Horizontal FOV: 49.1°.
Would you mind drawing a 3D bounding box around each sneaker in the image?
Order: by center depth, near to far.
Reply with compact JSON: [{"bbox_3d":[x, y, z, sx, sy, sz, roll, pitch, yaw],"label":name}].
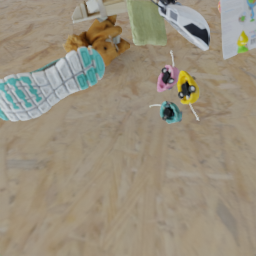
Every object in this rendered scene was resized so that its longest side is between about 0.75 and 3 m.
[{"bbox_3d":[-1.832,-0.970,6.430,2.686,1.042,1.225,-22,15,-5],"label":"sneaker"}]

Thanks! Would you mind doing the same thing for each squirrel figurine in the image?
[{"bbox_3d":[-1.346,-3.401,12.022,2.637,1.866,2.461,-8,46,14],"label":"squirrel figurine"}]

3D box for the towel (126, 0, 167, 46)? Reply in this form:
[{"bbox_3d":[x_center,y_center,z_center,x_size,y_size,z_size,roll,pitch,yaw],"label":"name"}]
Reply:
[{"bbox_3d":[0.545,-3.030,8.055,1.087,0.267,1.465,-5,76,-19],"label":"towel"}]

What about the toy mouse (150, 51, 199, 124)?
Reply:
[{"bbox_3d":[0.740,-0.545,4.613,0.255,1.169,1.316,-2,72,-26],"label":"toy mouse"}]

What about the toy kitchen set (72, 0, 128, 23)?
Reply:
[{"bbox_3d":[-1.211,-5.003,9.582,1.985,2.195,2.433,-13,32,2],"label":"toy kitchen set"}]

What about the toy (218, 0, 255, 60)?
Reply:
[{"bbox_3d":[3.075,-3.513,8.032,1.554,2.699,0.637,-24,25,-21],"label":"toy"}]

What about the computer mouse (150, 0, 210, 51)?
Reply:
[{"bbox_3d":[1.238,-2.801,6.804,2.725,0.598,1.494,21,21,-44],"label":"computer mouse"}]

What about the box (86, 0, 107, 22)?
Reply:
[{"bbox_3d":[-1.240,-4.722,11.273,0.412,0.495,1.205,-28,-3,12],"label":"box"}]
